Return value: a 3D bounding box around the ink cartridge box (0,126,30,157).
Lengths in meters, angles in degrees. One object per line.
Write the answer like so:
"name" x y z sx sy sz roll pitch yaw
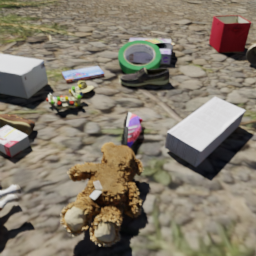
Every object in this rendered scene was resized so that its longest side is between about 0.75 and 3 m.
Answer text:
"ink cartridge box" -3.113 0.337 7.335 0.839 0.350 0.609 21 41 26

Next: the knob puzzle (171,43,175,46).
"knob puzzle" 1.521 -4.118 13.633 1.294 0.179 1.294 0 36 0

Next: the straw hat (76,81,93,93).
"straw hat" -1.600 -1.460 9.693 0.777 0.329 0.777 -10 25 5

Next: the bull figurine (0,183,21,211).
"bull figurine" -3.015 1.473 5.415 2.456 0.800 1.491 31 42 32

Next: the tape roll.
"tape roll" 0.453 -2.768 11.098 1.689 0.406 1.689 -1 56 2

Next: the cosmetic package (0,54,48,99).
"cosmetic package" -4.233 -1.892 9.919 2.362 0.958 1.333 14 39 17

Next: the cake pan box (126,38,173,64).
"cake pan box" 0.958 -3.419 12.392 2.026 0.530 1.866 5 38 7

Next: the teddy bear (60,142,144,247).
"teddy bear" -0.460 1.307 5.668 1.633 0.752 2.252 4 41 -4

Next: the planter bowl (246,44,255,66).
"planter bowl" 5.387 -3.121 11.596 0.891 0.891 0.600 12 44 17

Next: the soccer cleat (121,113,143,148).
"soccer cleat" 0.116 0.112 7.593 0.518 0.483 1.416 16 38 -7

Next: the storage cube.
"storage cube" 4.654 -4.353 12.971 1.276 1.342 1.493 -5 37 -7

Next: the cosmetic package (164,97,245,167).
"cosmetic package" 2.103 0.023 7.522 0.991 0.608 2.402 34 48 29

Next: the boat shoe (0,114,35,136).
"boat shoe" -3.307 -0.126 7.897 1.406 0.506 0.475 13 32 8

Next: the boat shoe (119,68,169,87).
"boat shoe" 0.598 -1.916 10.220 1.845 0.598 0.675 -4 39 -3

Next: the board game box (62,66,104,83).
"board game box" -1.746 -2.075 10.843 1.490 0.145 0.767 -14 37 -18

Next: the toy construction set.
"toy construction set" -2.008 -0.937 8.917 1.223 0.563 0.802 -13 61 -5
